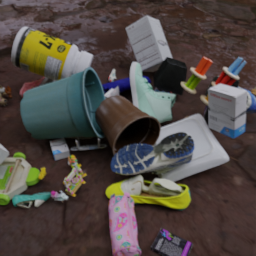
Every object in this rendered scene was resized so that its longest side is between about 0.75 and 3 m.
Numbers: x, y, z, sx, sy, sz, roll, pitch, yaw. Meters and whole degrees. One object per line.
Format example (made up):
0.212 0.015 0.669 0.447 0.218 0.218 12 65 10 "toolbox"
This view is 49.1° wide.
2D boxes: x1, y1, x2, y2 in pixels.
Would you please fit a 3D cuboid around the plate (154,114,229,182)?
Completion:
1.770 0.544 9.179 2.230 0.360 2.225 -21 47 2 "plate"

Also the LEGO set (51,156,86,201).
-1.697 1.319 8.287 0.790 0.639 1.718 -5 40 13 "LEGO set"

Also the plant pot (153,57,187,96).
1.889 -2.321 12.164 1.299 1.152 1.296 16 29 -4 "plant pot"

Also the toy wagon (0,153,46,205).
-3.665 1.527 8.509 2.336 0.462 1.813 0 39 -1 "toy wagon"

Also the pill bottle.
-3.022 -2.815 11.404 2.894 1.654 1.654 18 38 -9 "pill bottle"

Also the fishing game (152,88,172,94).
1.099 -1.536 11.969 1.668 0.259 1.195 5 -3 16 "fishing game"

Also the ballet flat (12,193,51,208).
-2.721 2.081 7.959 1.096 0.369 0.386 -4 63 -6 "ballet flat"

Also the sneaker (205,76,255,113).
4.301 -1.260 11.645 1.280 1.128 2.872 19 20 -26 "sneaker"

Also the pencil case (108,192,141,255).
-0.112 2.469 7.128 0.719 0.719 1.644 -3 40 -4 "pencil case"

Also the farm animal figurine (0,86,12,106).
-5.496 -1.161 11.738 1.338 0.705 1.353 20 49 41 "farm animal figurine"

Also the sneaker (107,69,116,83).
-0.716 -2.450 13.380 0.354 0.266 0.757 29 58 -10 "sneaker"

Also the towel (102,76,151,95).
-0.145 -1.843 12.427 1.989 0.493 1.469 -18 20 -17 "towel"

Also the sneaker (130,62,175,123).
0.958 -1.380 10.905 1.640 1.023 2.780 -10 71 6 "sneaker"

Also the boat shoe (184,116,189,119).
2.055 0.508 9.529 0.830 0.752 2.330 2 39 2 "boat shoe"

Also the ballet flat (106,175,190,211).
0.555 1.741 7.947 2.430 0.814 0.812 7 37 9 "ballet flat"

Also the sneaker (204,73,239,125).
3.372 -1.222 10.528 0.835 2.205 0.966 21 21 1 "sneaker"

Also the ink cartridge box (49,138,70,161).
-2.394 0.666 9.694 0.527 0.308 0.909 -15 41 -18 "ink cartridge box"

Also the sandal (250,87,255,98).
5.652 -1.450 12.125 0.826 0.555 2.057 21 43 24 "sandal"

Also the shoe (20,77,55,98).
-4.031 -1.954 12.622 0.909 0.714 1.999 12 44 7 "shoe"

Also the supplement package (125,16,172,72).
1.045 -3.965 13.478 1.315 2.243 1.311 -20 -1 32 "supplement package"

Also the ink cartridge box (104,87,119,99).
-0.663 -1.136 11.307 0.367 1.080 0.627 19 43 23 "ink cartridge box"

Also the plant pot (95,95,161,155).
-0.152 -0.089 9.192 1.751 1.751 1.734 -21 45 -24 "plant pot"

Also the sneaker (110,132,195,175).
0.745 1.011 8.186 2.505 1.067 0.965 -14 50 10 "sneaker"

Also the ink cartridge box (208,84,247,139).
3.069 -0.538 8.726 0.609 1.419 1.039 -24 33 -26 "ink cartridge box"

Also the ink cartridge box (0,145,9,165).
-4.254 0.931 8.199 0.897 0.540 1.234 31 75 30 "ink cartridge box"

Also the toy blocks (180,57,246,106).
2.821 -1.761 9.267 1.479 1.774 0.644 36 29 3 "toy blocks"

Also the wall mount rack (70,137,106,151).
-1.360 0.522 9.506 1.247 0.465 1.083 -6 9 -7 "wall mount rack"

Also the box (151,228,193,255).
1.085 2.959 6.964 0.877 0.158 0.627 21 42 22 "box"

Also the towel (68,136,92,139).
-1.787 0.103 10.485 1.158 0.200 0.767 4 38 8 "towel"

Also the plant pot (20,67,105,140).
-2.163 -0.635 9.598 2.357 2.407 2.407 -10 38 11 "plant pot"
